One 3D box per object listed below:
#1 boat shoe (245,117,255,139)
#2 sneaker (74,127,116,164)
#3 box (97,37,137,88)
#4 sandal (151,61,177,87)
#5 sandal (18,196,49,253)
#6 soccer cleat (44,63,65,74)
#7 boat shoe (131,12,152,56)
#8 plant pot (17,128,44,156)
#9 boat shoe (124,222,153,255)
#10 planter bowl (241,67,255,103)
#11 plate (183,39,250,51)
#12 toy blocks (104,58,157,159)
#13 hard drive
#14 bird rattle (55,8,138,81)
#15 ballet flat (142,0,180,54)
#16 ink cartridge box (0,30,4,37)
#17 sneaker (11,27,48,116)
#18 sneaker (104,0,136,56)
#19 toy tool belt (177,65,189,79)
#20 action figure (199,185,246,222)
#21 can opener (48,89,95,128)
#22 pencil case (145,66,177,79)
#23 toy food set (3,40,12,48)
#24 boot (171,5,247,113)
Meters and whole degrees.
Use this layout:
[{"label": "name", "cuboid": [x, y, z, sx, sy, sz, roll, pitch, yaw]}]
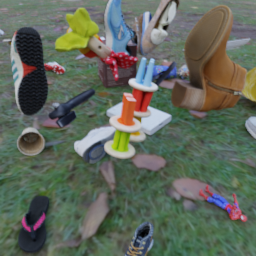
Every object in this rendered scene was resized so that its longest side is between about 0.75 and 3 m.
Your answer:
[{"label": "boat shoe", "cuboid": [5.232, 0.209, 9.897, 0.911, 0.793, 2.473, -12, 35, -18]}, {"label": "sneaker", "cuboid": [-0.807, 0.283, 9.762, 2.419, 0.901, 1.054, -27, 37, -35]}, {"label": "box", "cuboid": [-0.601, -3.380, 14.245, 1.712, 2.086, 1.730, -9, 35, -14]}, {"label": "sandal", "cuboid": [0.870, -1.410, 7.720, 0.256, 1.195, 0.454, 38, 35, -7]}, {"label": "sandal", "cuboid": [-2.365, 2.304, 7.038, 0.663, 0.398, 1.765, -4, 33, -6]}, {"label": "soccer cleat", "cuboid": [-4.062, -3.404, 15.731, 1.526, 0.524, 0.650, 15, 42, 29]}, {"label": "boat shoe", "cuboid": [0.549, -3.989, 12.146, 0.859, 0.858, 2.374, -6, 54, 21]}, {"label": "plant pot", "cuboid": [-3.367, 0.391, 9.697, 0.872, 0.872, 0.798, -11, 23, -16]}, {"label": "boat shoe", "cuboid": [0.158, 2.723, 6.189, 0.482, 0.618, 1.361, 15, 36, 22]}, {"label": "planter bowl", "cuboid": [6.319, -1.661, 12.172, 2.573, 1.072, 2.573, -19, 41, 18]}, {"label": "plate", "cuboid": [3.483, -3.195, 11.162, 1.891, 0.306, 1.887, -17, 15, -26]}, {"label": "toy blocks", "cuboid": [0.153, -0.564, 7.068, 0.800, 2.203, 1.836, 18, 25, 12]}, {"label": "hard drive", "cuboid": [0.432, -0.498, 11.457, 2.224, 0.292, 1.467, 25, 41, 32]}, {"label": "bird rattle", "cuboid": [-1.002, -2.610, 8.860, 2.512, 1.415, 2.048, 22, 12, -32]}, {"label": "ballet flat", "cuboid": [1.240, -3.892, 10.598, 0.810, 2.379, 0.800, 9, 23, -35]}, {"label": "ink cartridge box", "cuboid": [-3.824, -2.264, 7.379, 0.537, 1.080, 0.212, 35, 23, -30]}, {"label": "sneaker", "cuboid": [-2.886, -1.634, 8.094, 0.868, 2.464, 1.152, -8, 23, -26]}, {"label": "sneaker", "cuboid": [-0.254, -3.798, 10.499, 1.145, 2.545, 0.998, 5, 46, 6]}, {"label": "toy tool belt", "cuboid": [2.933, -2.898, 14.994, 0.631, 0.641, 1.026, -27, 25, 17]}, {"label": "action figure", "cuboid": [2.562, 1.914, 7.441, 0.446, 0.676, 1.366, -24, 42, -31]}, {"label": "can opener", "cuboid": [-1.672, -0.705, 8.449, 0.552, 0.685, 1.743, 1, 36, 39]}, {"label": "pencil case", "cuboid": [1.702, -2.978, 14.886, 1.720, 0.671, 0.747, -2, 64, -4]}, {"label": "toy food set", "cuboid": [-3.789, -2.605, 9.424, 0.614, 0.856, 0.258, 19, 65, 48]}, {"label": "boot", "cuboid": [2.682, -1.804, 8.070, 2.319, 2.998, 1.105, 0, 38, -29]}]
